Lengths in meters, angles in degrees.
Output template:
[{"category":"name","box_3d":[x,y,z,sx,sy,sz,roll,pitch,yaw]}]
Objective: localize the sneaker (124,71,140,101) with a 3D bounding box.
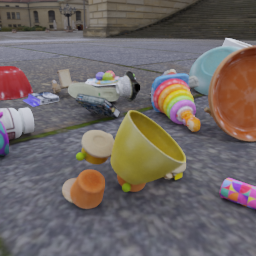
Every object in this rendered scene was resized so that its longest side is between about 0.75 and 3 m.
[{"category":"sneaker","box_3d":[0.217,-1.845,11.423,0.497,1.328,0.705,3,-23,-26]}]

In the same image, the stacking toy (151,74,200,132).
[{"category":"stacking toy","box_3d":[1.680,-0.622,8.955,1.320,1.396,2.405,-10,37,-9]}]

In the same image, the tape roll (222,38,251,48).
[{"category":"tape roll","box_3d":[8.197,-5.511,20.169,2.899,1.014,2.899,14,27,-7]}]

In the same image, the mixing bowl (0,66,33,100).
[{"category":"mixing bowl","box_3d":[-5.351,-2.046,12.273,2.146,1.162,2.146,0,22,0]}]

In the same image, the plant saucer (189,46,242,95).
[{"category":"plant saucer","box_3d":[4.080,-2.737,12.444,2.882,0.555,2.882,-14,53,20]}]

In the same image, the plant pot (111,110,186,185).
[{"category":"plant pot","box_3d":[0.225,0.448,4.820,1.262,0.896,1.262,36,18,-13]}]

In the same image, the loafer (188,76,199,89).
[{"category":"loafer","box_3d":[2.208,-1.605,11.570,1.493,0.521,0.522,-27,-10,31]}]

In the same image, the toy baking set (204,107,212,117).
[{"category":"toy baking set","box_3d":[3.003,-0.879,8.289,2.000,1.535,0.233,17,29,-26]}]

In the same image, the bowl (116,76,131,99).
[{"category":"bowl","box_3d":[-0.214,-1.506,10.557,0.404,0.861,0.861,-11,24,-18]}]

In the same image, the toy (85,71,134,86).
[{"category":"toy","box_3d":[-0.912,-2.609,14.444,2.573,0.607,1.482,1,21,2]}]

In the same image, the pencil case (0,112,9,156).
[{"category":"pencil case","box_3d":[-4.011,0.343,6.273,2.412,1.115,1.026,-11,24,-29]}]

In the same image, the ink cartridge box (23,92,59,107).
[{"category":"ink cartridge box","box_3d":[-3.552,-1.190,11.354,1.105,0.240,1.095,-19,29,-38]}]

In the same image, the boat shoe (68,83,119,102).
[{"category":"boat shoe","box_3d":[-1.376,-1.320,10.900,1.943,0.698,0.657,5,1,-20]}]

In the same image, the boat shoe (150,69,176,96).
[{"category":"boat shoe","box_3d":[1.380,-1.671,11.026,0.652,0.573,1.832,10,-17,-15]}]

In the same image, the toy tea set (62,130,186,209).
[{"category":"toy tea set","box_3d":[-0.174,0.796,5.844,2.697,0.998,1.604,-11,54,-34]}]

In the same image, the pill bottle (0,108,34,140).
[{"category":"pill bottle","box_3d":[-3.467,-0.073,7.655,1.587,0.869,0.869,-14,25,-32]}]

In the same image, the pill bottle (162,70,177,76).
[{"category":"pill bottle","box_3d":[1.904,-2.072,12.710,0.845,0.845,1.511,3,23,7]}]

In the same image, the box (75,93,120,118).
[{"category":"box","box_3d":[-1.017,-0.734,9.313,1.210,0.278,0.962,14,-16,34]}]

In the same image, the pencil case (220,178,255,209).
[{"category":"pencil case","box_3d":[2.177,1.205,5.042,0.981,0.434,0.434,13,25,30]}]

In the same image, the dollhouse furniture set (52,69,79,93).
[{"category":"dollhouse furniture set","box_3d":[-2.731,-1.995,12.005,0.801,0.684,1.546,-15,4,-28]}]

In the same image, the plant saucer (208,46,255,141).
[{"category":"plant saucer","box_3d":[3.363,-0.907,7.594,2.528,2.528,0.408,-3,9,-8]}]
